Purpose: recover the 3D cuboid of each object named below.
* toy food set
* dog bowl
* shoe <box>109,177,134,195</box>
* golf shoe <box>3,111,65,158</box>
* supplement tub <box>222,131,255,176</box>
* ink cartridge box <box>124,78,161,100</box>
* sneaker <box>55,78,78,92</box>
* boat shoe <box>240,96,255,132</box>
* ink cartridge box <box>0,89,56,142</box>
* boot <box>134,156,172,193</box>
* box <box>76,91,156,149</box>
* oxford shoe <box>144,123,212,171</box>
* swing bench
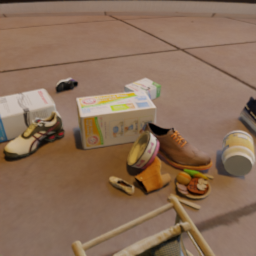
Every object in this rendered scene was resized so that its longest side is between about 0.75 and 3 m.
[{"bbox_3d":[1.918,1.672,8.339,1.081,0.314,1.566,16,36,23],"label":"toy food set"},{"bbox_3d":[0.510,0.753,9.036,0.469,1.273,1.273,31,30,-14],"label":"dog bowl"},{"bbox_3d":[-0.195,1.674,8.402,0.943,0.252,0.330,24,40,32],"label":"shoe"},{"bbox_3d":[-3.395,0.200,10.011,0.909,1.037,2.355,26,42,33],"label":"golf shoe"},{"bbox_3d":[3.553,0.811,9.071,0.971,0.971,1.342,10,34,15],"label":"supplement tub"},{"bbox_3d":[0.672,-1.737,13.318,1.471,0.618,1.065,-26,45,-35],"label":"ink cartridge box"},{"bbox_3d":[-3.068,-2.144,14.153,0.585,0.506,1.336,22,39,22],"label":"sneaker"},{"bbox_3d":[5.231,-0.427,10.857,0.802,0.996,2.148,4,30,-22],"label":"boat shoe"},{"bbox_3d":[-4.274,-0.540,11.075,2.522,1.056,1.830,-16,34,-22],"label":"ink cartridge box"},{"bbox_3d":[0.607,1.365,8.674,0.977,0.480,1.364,-14,40,-23],"label":"boot"},{"bbox_3d":[-0.493,-0.344,10.482,2.712,1.374,1.525,-8,34,-13],"label":"box"},{"bbox_3d":[1.575,0.598,9.331,2.589,0.944,0.923,22,39,28],"label":"oxford shoe"},{"bbox_3d":[0.573,2.976,5.137,2.419,1.578,2.432,-18,37,-25],"label":"swing bench"}]
